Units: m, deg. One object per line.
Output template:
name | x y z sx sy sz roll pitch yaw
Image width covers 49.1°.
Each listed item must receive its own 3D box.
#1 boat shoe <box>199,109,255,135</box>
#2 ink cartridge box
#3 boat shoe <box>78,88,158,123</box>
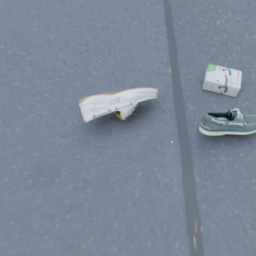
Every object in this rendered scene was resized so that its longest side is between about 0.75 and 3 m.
boat shoe | 3.538 -0.252 9.388 2.309 0.713 0.841 -5 29 -10
ink cartridge box | 3.699 -1.864 10.990 1.321 0.557 0.965 14 58 7
boat shoe | -0.245 -0.756 9.762 2.827 1.001 0.980 -12 89 -13
